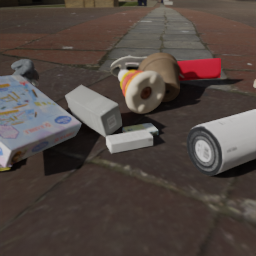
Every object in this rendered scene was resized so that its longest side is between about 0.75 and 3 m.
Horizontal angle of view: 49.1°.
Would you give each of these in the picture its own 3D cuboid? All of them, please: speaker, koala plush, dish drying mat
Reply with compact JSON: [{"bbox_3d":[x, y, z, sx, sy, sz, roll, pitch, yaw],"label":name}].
[{"bbox_3d":[2.915,0.181,6.806,2.889,1.173,1.173,-15,31,-26],"label":"speaker"},{"bbox_3d":[-3.130,-1.716,8.874,0.737,0.802,0.711,-24,58,12],"label":"koala plush"},{"bbox_3d":[2.689,-2.330,11.270,2.042,0.784,0.186,-4,13,3],"label":"dish drying mat"}]

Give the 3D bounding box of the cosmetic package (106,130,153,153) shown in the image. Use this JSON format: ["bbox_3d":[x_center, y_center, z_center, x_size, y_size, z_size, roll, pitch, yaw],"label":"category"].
[{"bbox_3d":[0.041,0.351,7.422,1.158,0.293,0.478,-9,30,-16],"label":"cosmetic package"}]

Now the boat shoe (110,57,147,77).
[{"bbox_3d":[0.349,-2.328,11.196,2.673,0.894,0.762,-1,53,29],"label":"boat shoe"}]

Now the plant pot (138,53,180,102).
[{"bbox_3d":[1.239,-1.725,10.230,1.590,1.590,1.387,-5,45,-9],"label":"plant pot"}]

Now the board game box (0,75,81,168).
[{"bbox_3d":[-2.886,-0.372,7.026,2.520,0.520,2.526,37,27,13],"label":"board game box"}]

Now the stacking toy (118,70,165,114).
[{"bbox_3d":[0.179,-1.480,9.525,1.439,1.439,1.969,-15,35,-25],"label":"stacking toy"}]

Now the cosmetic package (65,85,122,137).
[{"bbox_3d":[-0.962,-0.490,7.773,0.702,0.832,1.557,-38,51,-24],"label":"cosmetic package"}]

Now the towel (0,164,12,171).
[{"bbox_3d":[-3.629,0.553,7.133,1.463,0.232,2.037,-8,29,-14],"label":"towel"}]

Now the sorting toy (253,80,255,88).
[{"bbox_3d":[5.999,-1.279,9.899,2.375,0.826,2.361,23,35,36],"label":"sorting toy"}]

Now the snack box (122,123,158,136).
[{"bbox_3d":[0.346,0.096,8.030,0.903,0.168,0.525,-9,28,-17],"label":"snack box"}]
